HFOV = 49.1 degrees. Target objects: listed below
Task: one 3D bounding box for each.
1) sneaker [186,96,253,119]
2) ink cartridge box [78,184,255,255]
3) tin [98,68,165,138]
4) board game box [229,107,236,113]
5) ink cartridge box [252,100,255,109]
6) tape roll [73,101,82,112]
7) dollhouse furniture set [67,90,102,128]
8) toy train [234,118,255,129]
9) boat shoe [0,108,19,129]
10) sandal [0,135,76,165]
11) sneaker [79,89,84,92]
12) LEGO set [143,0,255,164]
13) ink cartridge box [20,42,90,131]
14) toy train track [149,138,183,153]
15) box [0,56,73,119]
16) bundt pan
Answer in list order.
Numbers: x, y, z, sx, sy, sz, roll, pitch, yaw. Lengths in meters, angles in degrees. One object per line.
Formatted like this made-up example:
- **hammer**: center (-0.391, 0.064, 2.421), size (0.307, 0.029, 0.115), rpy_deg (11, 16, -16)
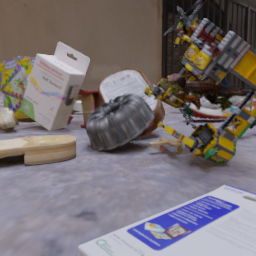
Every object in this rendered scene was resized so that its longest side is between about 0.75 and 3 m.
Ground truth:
- **sneaker**: center (2.922, -0.771, 9.131), size (2.354, 0.967, 0.916), rpy_deg (-1, -2, -11)
- **ink cartridge box**: center (0.534, 0.777, 1.829), size (1.556, 0.305, 0.774), rpy_deg (-9, 12, -37)
- **tin**: center (0.004, -0.698, 6.848), size (1.311, 0.490, 2.341), rpy_deg (-27, 43, 1)
- **board game box**: center (3.480, -0.381, 8.330), size (0.581, 0.172, 0.764), rpy_deg (-3, 34, -39)
- **ink cartridge box**: center (4.366, -0.882, 11.483), size (1.348, 0.564, 0.972), rpy_deg (1, 9, 8)
- **tape roll**: center (-1.737, -0.974, 11.880), size (2.004, 0.366, 2.004), rpy_deg (7, 10, -1)
- **dollhouse furniture set**: center (-1.370, -0.546, 8.240), size (0.759, 1.004, 1.866), rpy_deg (-9, 7, -44)
- **toy train**: center (3.062, -0.263, 6.546), size (1.773, 0.406, 0.302), rpy_deg (-11, 10, -35)
- **boat shoe**: center (-3.262, -0.206, 7.380), size (0.461, 0.512, 1.418), rpy_deg (-27, 19, -26)
- **sandal**: center (-2.279, 0.059, 4.025), size (3.103, 1.021, 1.138), rpy_deg (-5, 10, -29)
- **sneaker**: center (-2.877, -1.270, 13.029), size (2.571, 0.976, 1.167), rpy_deg (-1, -1, -29)
- **LEGO set**: center (0.956, -0.814, 4.329), size (1.466, 1.946, 2.530), rpy_deg (24, 32, -29)
- **ink cartridge box**: center (-1.932, -1.117, 7.314), size (1.200, 2.049, 0.690), rpy_deg (31, 20, 18)
- **toy train track**: center (0.998, 0.299, 4.944), size (1.258, 0.205, 0.722), rpy_deg (-6, 7, -11)
- **box**: center (-3.139, -1.359, 9.705), size (1.208, 1.907, 1.980), rpy_deg (-5, 4, 34)
- **bundt pan**: center (-0.224, -0.192, 5.264), size (1.385, 0.520, 1.385), rpy_deg (-24, 24, 12)
